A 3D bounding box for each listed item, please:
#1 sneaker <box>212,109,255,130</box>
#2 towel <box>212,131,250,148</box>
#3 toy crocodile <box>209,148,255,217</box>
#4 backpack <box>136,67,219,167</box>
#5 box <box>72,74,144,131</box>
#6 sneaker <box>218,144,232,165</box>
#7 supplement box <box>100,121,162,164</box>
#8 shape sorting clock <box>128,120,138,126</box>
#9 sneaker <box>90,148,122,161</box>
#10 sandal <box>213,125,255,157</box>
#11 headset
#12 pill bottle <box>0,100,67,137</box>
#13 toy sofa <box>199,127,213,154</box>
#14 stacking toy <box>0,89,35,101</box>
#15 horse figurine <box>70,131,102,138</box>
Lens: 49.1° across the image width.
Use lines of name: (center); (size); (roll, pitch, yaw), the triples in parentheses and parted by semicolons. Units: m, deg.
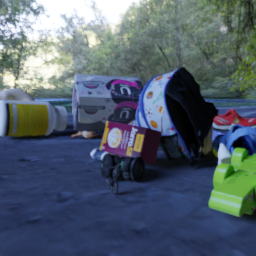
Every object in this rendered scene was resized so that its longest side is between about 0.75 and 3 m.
sneaker: (5.305, -0.419, 13.817); (2.413, 1.025, 0.929); (-1, 9, -6)
towel: (3.269, 0.352, 10.557); (1.586, 0.261, 2.191); (-6, 15, -28)
toy crocodile: (2.333, 1.012, 5.322); (0.948, 0.867, 2.808); (6, 15, 36)
backpack: (1.290, -0.446, 7.831); (1.791, 2.214, 2.325); (-6, 34, 35)
box: (-0.850, -1.039, 11.808); (2.829, 1.869, 1.623); (0, 43, -17)
sneaker: (2.289, 0.719, 6.629); (0.385, 0.453, 1.024); (-12, -34, 9)
supplement box: (0.040, 0.354, 7.254); (0.646, 0.832, 1.507); (17, -5, -44)
shape sorting clock: (0.183, 0.057, 11.256); (0.868, 0.868, 0.170); (10, -28, 49)
sneaker: (-0.658, 0.720, 8.357); (0.696, 0.383, 0.950); (13, 20, 40)
sandal: (3.033, 0.429, 7.710); (1.036, 1.135, 2.607); (-4, 8, -1)
headset: (-0.161, 1.016, 6.340); (1.049, 0.798, 1.699); (5, -6, 5)
pill bottle: (-4.043, -0.397, 11.895); (2.667, 1.494, 1.494); (-1, 8, -32)
toy sofa: (1.845, 0.315, 9.582); (1.988, 0.823, 0.970); (5, 10, 27)
stacking toy: (-5.600, -0.751, 13.940); (2.048, 2.048, 2.803); (-3, -1, -20)
horse figurine: (-1.710, 0.264, 11.693); (1.185, 0.296, 0.785); (6, 15, 21)
